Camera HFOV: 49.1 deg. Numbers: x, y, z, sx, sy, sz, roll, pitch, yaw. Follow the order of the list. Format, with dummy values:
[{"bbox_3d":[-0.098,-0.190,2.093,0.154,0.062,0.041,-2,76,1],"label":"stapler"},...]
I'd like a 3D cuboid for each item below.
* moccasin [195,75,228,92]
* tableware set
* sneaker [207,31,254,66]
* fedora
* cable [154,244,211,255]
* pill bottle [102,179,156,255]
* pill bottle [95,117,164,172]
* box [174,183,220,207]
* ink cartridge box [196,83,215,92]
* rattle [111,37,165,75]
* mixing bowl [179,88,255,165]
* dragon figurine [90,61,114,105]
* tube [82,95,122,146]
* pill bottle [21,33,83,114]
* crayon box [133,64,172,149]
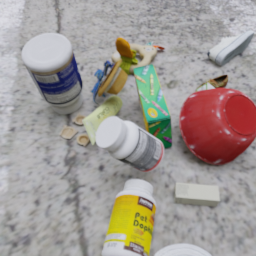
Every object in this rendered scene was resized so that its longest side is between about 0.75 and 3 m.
[{"bbox_3d":[3.575,-1.820,11.884,1.705,0.658,0.624,-20,53,-16],"label":"moccasin"},{"bbox_3d":[-1.754,0.087,10.579,1.488,0.173,1.243,26,55,19],"label":"tableware set"},{"bbox_3d":[4.971,-4.053,13.521,2.839,1.037,1.005,-34,61,-25],"label":"sneaker"},{"bbox_3d":[-0.471,-1.660,10.030,0.657,1.612,1.612,32,51,-13],"label":"fedora"},{"bbox_3d":[1.393,4.012,6.911,2.174,0.753,2.174,8,50,7],"label":"cable"},{"bbox_3d":[0.108,2.609,7.781,1.222,1.222,2.237,9,51,7],"label":"pill bottle"},{"bbox_3d":[0.073,0.475,7.999,1.123,1.939,1.123,-23,52,33],"label":"pill bottle"},{"bbox_3d":[2.118,2.081,8.736,1.338,0.457,0.550,6,50,4],"label":"box"},{"bbox_3d":[3.080,-0.527,10.436,1.096,0.626,2.111,30,51,-27],"label":"ink cartridge box"},{"bbox_3d":[0.572,-3.852,12.809,2.792,1.994,1.818,-29,44,-17],"label":"rattle"},{"bbox_3d":[3.253,-0.252,9.256,2.755,1.492,2.755,6,72,-19],"label":"mixing bowl"},{"bbox_3d":[-1.041,-1.920,11.375,0.694,1.173,2.359,21,36,1],"label":"dragon figurine"},{"bbox_3d":[-0.911,-0.409,10.250,0.730,0.653,2.515,36,36,0],"label":"tube"},{"bbox_3d":[-2.601,-1.838,10.317,1.678,2.900,1.678,-1,60,2],"label":"pill bottle"},{"bbox_3d":[0.886,-0.791,10.304,0.816,1.664,2.801,-12,51,1],"label":"crayon box"}]
